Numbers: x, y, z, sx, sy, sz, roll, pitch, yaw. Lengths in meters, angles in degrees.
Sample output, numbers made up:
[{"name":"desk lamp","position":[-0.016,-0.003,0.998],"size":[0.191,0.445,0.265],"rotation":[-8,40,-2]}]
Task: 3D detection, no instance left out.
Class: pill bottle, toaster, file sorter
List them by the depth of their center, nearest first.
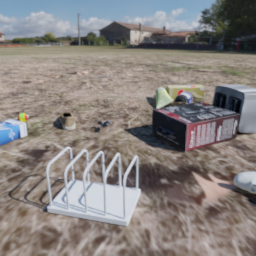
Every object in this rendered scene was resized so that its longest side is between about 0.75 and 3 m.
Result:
[{"name":"file sorter","position":[-0.815,1.346,7.000],"size":[2.028,1.262,1.407],"rotation":[6,21,14]},{"name":"toaster","position":[4.726,-0.927,12.110],"size":[1.239,2.088,1.888],"rotation":[-4,21,-25]},{"name":"pill bottle","position":[3.039,-1.516,15.586],"size":[0.784,0.784,1.402],"rotation":[10,23,26]}]

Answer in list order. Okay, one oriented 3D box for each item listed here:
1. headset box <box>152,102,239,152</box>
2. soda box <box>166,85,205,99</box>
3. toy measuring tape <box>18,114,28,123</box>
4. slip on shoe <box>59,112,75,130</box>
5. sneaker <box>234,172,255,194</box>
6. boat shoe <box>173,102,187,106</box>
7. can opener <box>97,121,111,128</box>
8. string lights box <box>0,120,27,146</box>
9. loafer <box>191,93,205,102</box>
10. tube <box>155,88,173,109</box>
[{"name":"headset box","position":[2.533,-0.140,11.251],"size":[2.961,1.143,2.203],"rotation":[-12,23,-28]},{"name":"soda box","position":[3.598,-2.282,17.774],"size":[2.305,0.738,0.781],"rotation":[-1,20,-5]},{"name":"toy measuring tape","position":[-5.021,-0.557,13.487],"size":[0.443,0.443,1.205],"rotation":[-2,20,-5]},{"name":"slip on shoe","position":[-2.826,-0.477,12.991],"size":[0.741,0.590,1.949],"rotation":[-4,20,-11]},{"name":"sneaker","position":[3.535,1.621,7.263],"size":[1.513,0.557,0.874],"rotation":[9,19,21]},{"name":"boat shoe","position":[2.886,-1.132,14.487],"size":[0.386,0.429,1.191],"rotation":[-13,19,-41]},{"name":"can opener","position":[-1.081,-0.181,12.053],"size":[0.262,0.328,0.981],"rotation":[-59,17,-20]},{"name":"string lights box","position":[-5.094,0.261,10.960],"size":[1.007,0.578,1.960],"rotation":[11,23,28]},{"name":"loafer","position":[3.979,-1.892,17.071],"size":[1.416,0.477,0.538],"rotation":[4,20,11]},{"name":"tube","position":[1.992,-1.695,16.328],"size":[0.699,0.782,2.694],"rotation":[17,20,-6]}]
